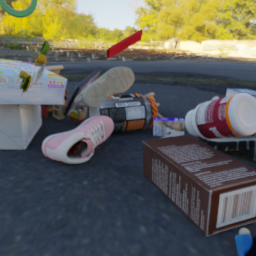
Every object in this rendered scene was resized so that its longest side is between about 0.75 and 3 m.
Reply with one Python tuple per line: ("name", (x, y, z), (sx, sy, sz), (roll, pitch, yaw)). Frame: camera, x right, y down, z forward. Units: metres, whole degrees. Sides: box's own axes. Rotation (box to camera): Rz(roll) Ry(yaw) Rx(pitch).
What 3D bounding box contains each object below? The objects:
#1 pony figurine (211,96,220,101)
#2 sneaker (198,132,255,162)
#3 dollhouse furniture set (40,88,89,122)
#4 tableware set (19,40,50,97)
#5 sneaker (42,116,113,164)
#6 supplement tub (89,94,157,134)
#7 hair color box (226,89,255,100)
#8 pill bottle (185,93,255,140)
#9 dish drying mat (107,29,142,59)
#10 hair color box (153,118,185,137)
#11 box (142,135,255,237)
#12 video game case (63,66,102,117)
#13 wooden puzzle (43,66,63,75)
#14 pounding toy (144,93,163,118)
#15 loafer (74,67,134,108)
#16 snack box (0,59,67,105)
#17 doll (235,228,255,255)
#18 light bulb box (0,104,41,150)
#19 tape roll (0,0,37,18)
("pony figurine", (3.596, -0.777, 11.891), (1.006, 0.868, 1.042), (-19, 38, -25))
("sneaker", (3.475, 0.220, 7.780), (1.286, 1.113, 2.849), (-15, 22, -42))
("dollhouse furniture set", (-2.582, -0.840, 11.558), (2.487, 1.011, 1.338), (23, 30, 23))
("tableware set", (-1.927, -1.198, 5.591), (0.194, 0.853, 1.267), (22, -27, -32))
("sneaker", (-1.071, 0.343, 7.780), (2.342, 0.882, 1.224), (-24, 24, -38))
("supplement tub", (-0.163, -0.497, 9.793), (2.169, 1.329, 1.329), (-7, 18, -23))
("hair color box", (4.176, -0.325, 8.969), (0.884, 1.461, 2.921), (0, 17, -10))
("pill bottle", (1.842, -0.180, 5.679), (0.802, 0.802, 1.419), (-9, -2, -28))
("dish drying mat", (-0.108, -2.568, 8.554), (1.318, 0.120, 0.506), (-34, -13, -19))
("hair color box", (1.377, -0.017, 9.522), (1.040, 0.569, 0.337), (1, 17, 6))
("box", (1.360, 0.966, 5.721), (1.271, 0.951, 2.538), (-7, 20, -20))
("video game case", (-1.464, -1.131, 8.894), (0.156, 1.648, 1.177), (39, 52, -1))
("wooden puzzle", (-4.256, -1.409, 11.829), (2.722, 2.938, 0.680), (-22, 71, -50))
("pounding toy", (0.694, -0.689, 11.778), (1.249, 1.254, 2.185), (-25, 2, 14))
("loafer", (-0.560, -0.991, 6.670), (0.547, 0.626, 1.740), (-5, 24, 45))
("snack box", (-3.419, -1.436, 8.353), (2.184, 0.876, 2.590), (-4, 24, -42))
("doll", (2.197, 1.766, 3.825), (2.003, 0.485, 1.367), (-11, 20, -32))
("light bulb box", (-4.236, -0.407, 9.032), (2.350, 1.479, 2.371), (1, 20, -5))
("tape roll", (-3.028, -3.570, 7.674), (1.026, 1.026, 0.247), (-6, 11, -18))
